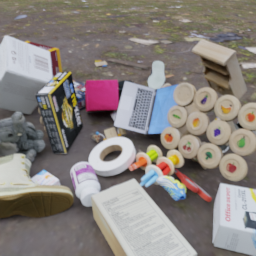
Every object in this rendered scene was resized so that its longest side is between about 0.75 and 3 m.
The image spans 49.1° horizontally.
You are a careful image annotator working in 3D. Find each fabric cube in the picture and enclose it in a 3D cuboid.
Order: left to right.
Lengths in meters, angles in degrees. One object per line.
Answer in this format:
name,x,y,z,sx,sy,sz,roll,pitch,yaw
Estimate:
fabric cube,-1.027,-1.195,10.643,1.146,1.128,1.150,-4,3,-12

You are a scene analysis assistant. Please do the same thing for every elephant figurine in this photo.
elephant figurine,-3.389,0.170,8.027,1.371,1.938,1.503,37,83,24

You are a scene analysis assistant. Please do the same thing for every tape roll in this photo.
tape roll,-0.483,0.833,8.331,1.426,0.261,1.426,-15,36,11

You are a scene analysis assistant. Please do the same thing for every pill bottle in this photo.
pill bottle,-1.064,1.428,7.095,0.626,0.626,1.115,-11,36,-16

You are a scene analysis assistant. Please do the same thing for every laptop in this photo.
laptop,0.602,-0.709,8.800,1.737,1.007,1.626,15,73,-5

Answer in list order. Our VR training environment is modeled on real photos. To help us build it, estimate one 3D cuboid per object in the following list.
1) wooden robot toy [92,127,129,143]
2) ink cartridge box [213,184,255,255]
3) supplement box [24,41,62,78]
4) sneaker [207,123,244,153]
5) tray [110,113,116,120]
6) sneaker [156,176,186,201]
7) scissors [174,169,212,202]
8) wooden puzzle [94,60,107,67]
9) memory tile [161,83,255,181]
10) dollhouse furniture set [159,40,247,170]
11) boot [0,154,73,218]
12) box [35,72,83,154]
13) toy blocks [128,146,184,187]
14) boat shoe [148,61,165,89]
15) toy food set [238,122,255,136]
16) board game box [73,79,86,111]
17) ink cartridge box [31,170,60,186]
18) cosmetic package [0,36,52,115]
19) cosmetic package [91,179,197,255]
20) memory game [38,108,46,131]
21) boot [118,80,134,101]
wooden robot toy,-0.433,0.351,9.299,1.504,0.663,0.682,-19,75,-1
ink cartridge box,2.915,2.110,6.284,1.835,0.760,1.338,9,34,13
supplement box,-4.792,-2.988,13.415,2.252,1.495,2.221,20,38,28
sneaker,3.195,0.243,9.077,1.858,0.841,0.617,-19,37,-27
tray,-0.197,-0.490,10.685,0.884,0.098,0.474,-13,46,-22
sneaker,1.097,1.499,6.861,0.882,0.334,0.463,22,38,-23
scissors,1.481,1.349,7.939,0.893,0.170,2.441,32,3,-21
wooden puzzle,-1.518,-3.559,15.593,0.654,0.113,0.970,-11,34,-8
memory tile,2.057,0.005,7.270,2.593,1.987,0.218,27,14,40
dollhouse furniture set,2.041,-0.847,8.621,2.953,1.922,2.713,-46,45,-2
boot,-2.628,1.424,7.307,2.373,0.855,1.835,-2,29,-9
box,-2.127,-0.502,9.028,0.525,2.129,1.700,0,31,11
toy blocks,0.582,1.077,7.679,1.300,0.566,1.559,9,25,40
boat shoe,1.336,-2.260,12.980,0.769,0.614,2.035,11,50,9
toy food set,4.991,-0.204,9.559,2.352,1.058,1.123,-2,33,-3
board game box,-2.664,-1.495,12.080,2.668,0.462,1.807,27,41,34
ink cartridge box,-2.187,1.531,7.596,0.830,0.282,0.478,23,44,32
cosmetic package,-3.989,-1.826,10.236,1.674,2.013,1.684,13,50,-39
cosmetic package,0.221,2.261,5.989,1.222,0.825,2.322,-16,37,-23
memory game,-2.512,-0.579,9.610,0.102,1.598,1.598,2,31,25
boot,-0.273,-1.696,12.337,1.468,0.543,1.203,-5,34,-17
